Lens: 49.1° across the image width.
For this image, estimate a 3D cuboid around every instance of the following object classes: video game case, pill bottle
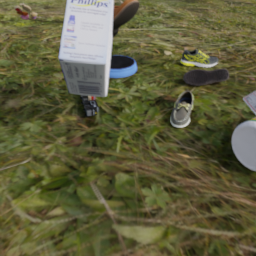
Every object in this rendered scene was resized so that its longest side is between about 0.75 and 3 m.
[{"bbox_3d":[4.130,-0.956,8.132,1.320,0.115,0.944,-33,29,17],"label":"video game case"},{"bbox_3d":[4.820,0.181,8.889,2.825,1.593,1.593,-20,39,-27],"label":"pill bottle"}]

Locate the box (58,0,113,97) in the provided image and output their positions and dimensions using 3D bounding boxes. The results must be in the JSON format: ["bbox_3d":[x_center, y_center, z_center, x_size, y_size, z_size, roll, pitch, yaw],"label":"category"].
[{"bbox_3d":[-1.223,-2.632,8.865,1.345,2.358,2.564,5,73,-3],"label":"box"}]

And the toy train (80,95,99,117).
[{"bbox_3d":[-1.745,-1.392,12.135,0.685,0.510,2.992,-6,35,-15],"label":"toy train"}]

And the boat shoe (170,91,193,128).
[{"bbox_3d":[2.158,-0.772,11.108,0.764,0.639,2.137,11,36,15],"label":"boat shoe"}]

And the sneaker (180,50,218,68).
[{"bbox_3d":[3.940,-3.841,15.361,2.059,0.871,0.767,1,35,1],"label":"sneaker"}]

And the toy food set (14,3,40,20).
[{"bbox_3d":[-3.922,-4.372,10.747,0.718,0.178,1.129,-2,-5,20],"label":"toy food set"}]

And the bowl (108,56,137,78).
[{"bbox_3d":[-0.650,-3.340,15.020,2.233,0.438,2.233,0,34,0],"label":"bowl"}]

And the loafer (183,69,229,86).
[{"bbox_3d":[3.720,-2.379,13.542,2.129,0.777,0.756,-2,-2,1],"label":"loafer"}]

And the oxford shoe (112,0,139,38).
[{"bbox_3d":[-0.568,-4.423,11.030,0.988,0.987,2.769,-23,4,-33],"label":"oxford shoe"}]
